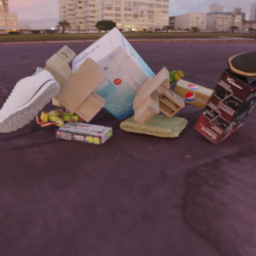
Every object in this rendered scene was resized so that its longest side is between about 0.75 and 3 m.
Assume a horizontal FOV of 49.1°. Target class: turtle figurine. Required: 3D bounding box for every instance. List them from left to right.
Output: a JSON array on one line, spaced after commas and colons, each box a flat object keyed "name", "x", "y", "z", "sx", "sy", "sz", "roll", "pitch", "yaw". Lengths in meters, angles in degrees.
[{"name": "turtle figurine", "x": -2.646, "y": -0.412, "z": 10.669, "sx": 1.636, "sy": 0.653, "sz": 2.028, "roll": 0, "pitch": 6, "yaw": -33}]

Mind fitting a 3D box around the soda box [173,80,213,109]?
[{"name": "soda box", "x": 2.732, "y": -1.242, "z": 10.943, "sx": 1.894, "sy": 0.606, "sz": 0.641, "roll": 20, "pitch": 36, "yaw": 9}]

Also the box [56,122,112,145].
[{"name": "box", "x": -1.543, "y": 0.168, "z": 9.818, "sx": 1.718, "sy": 0.298, "sz": 0.946, "roll": 8, "pitch": 23, "yaw": 20}]

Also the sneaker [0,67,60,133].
[{"name": "sneaker", "x": -3.095, "y": -0.796, "z": 8.224, "sx": 2.257, "sy": 0.862, "sz": 0.909, "roll": -43, "pitch": 76, "yaw": -11}]

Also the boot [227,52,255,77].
[{"name": "boot", "x": 3.758, "y": -1.985, "z": 7.330, "sx": 1.928, "sy": 0.747, "sz": 1.334, "roll": -8, "pitch": -17, "yaw": -10}]

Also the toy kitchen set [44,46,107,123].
[{"name": "toy kitchen set", "x": -1.516, "y": -1.841, "z": 9.527, "sx": 2.208, "sy": 1.801, "sz": 1.992, "roll": 39, "pitch": 27, "yaw": -16}]

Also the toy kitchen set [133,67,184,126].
[{"name": "toy kitchen set", "x": 1.313, "y": -0.889, "z": 9.246, "sx": 1.699, "sy": 1.536, "sz": 1.883, "roll": 32, "pitch": 34, "yaw": -19}]

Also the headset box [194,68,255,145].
[{"name": "headset box", "x": 3.440, "y": -0.784, "z": 9.243, "sx": 1.946, "sy": 2.615, "sz": 1.010, "roll": -27, "pitch": 58, "yaw": -37}]

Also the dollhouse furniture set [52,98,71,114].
[{"name": "dollhouse furniture set", "x": -2.159, "y": -1.025, "z": 11.628, "sx": 1.756, "sy": 0.910, "sz": 0.777, "roll": -8, "pitch": 14, "yaw": -33}]

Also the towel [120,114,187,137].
[{"name": "towel", "x": 0.956, "y": -0.115, "z": 10.282, "sx": 2.197, "sy": 0.401, "sz": 1.630, "roll": 9, "pitch": 21, "yaw": 25}]

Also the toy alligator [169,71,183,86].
[{"name": "toy alligator", "x": 1.546, "y": -1.773, "z": 9.989, "sx": 0.510, "sy": 0.370, "sz": 1.539, "roll": -16, "pitch": 17, "yaw": 34}]

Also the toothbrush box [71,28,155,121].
[{"name": "toothbrush box", "x": -0.379, "y": -1.854, "z": 10.391, "sx": 2.088, "sy": 2.852, "sz": 1.216, "roll": -30, "pitch": 45, "yaw": 19}]
